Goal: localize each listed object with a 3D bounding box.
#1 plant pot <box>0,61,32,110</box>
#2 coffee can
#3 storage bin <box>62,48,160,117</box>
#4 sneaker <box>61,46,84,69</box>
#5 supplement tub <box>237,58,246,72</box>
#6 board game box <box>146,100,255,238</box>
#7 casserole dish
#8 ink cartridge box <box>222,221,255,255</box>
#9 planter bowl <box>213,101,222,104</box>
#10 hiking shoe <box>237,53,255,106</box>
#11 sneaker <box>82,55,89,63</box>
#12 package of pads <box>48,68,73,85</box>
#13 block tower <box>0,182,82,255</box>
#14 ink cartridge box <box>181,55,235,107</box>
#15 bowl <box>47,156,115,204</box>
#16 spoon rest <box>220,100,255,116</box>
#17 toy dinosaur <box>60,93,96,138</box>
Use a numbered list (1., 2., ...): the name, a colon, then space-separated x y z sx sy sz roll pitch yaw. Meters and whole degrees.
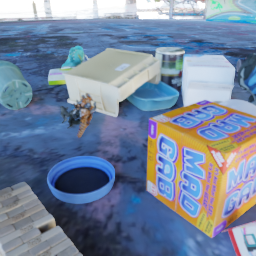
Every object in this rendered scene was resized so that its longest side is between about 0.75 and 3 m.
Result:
1. plant pot: -4.073 -1.388 9.621 1.439 1.439 1.409 -19 39 -35
2. coffee can: 1.638 -2.367 11.299 1.137 1.554 1.137 0 26 0
3. storage bin: -0.515 -1.705 9.855 2.484 1.173 2.502 19 43 33
4. sneaker: -2.775 -3.481 14.167 1.060 1.089 2.736 0 26 1
5. supplement tub: 6.054 -2.905 13.180 1.691 0.904 0.904 4 26 6
6. board game box: 1.451 0.589 5.113 1.585 1.586 1.585 -19 32 -34
7. casserole dish: 0.681 -1.241 10.168 1.648 0.528 2.720 -10 28 -20
8. ink cartridge box: 1.991 1.550 4.018 0.727 1.252 0.421 -8 68 -16
9. planter bowl: 2.710 -0.438 8.395 0.911 0.613 0.911 1 26 0
10. hiking shoe: 4.013 -1.181 8.059 1.122 2.588 0.963 30 83 44
11. sneaker: -0.897 -2.912 12.911 2.538 1.140 0.851 -8 27 -16
12. package of pads: -2.790 -2.301 12.410 1.401 0.478 1.082 -5 26 -9
13. block tower: -1.201 1.721 3.721 0.750 0.803 2.777 -20 31 -35
14. ink cartridge box: 2.696 -1.601 9.804 1.503 1.465 2.339 3 26 7
15. bowl: -0.942 1.035 5.729 1.352 0.265 1.352 0 26 0
16. spoon rest: 2.550 0.062 5.714 0.872 1.430 2.878 18 -5 -21
17. toy dinosaur: -1.372 -0.403 7.986 0.962 0.724 1.417 -10 34 13
